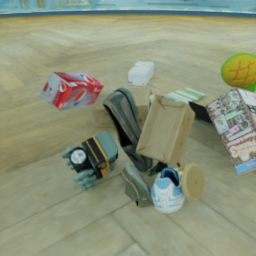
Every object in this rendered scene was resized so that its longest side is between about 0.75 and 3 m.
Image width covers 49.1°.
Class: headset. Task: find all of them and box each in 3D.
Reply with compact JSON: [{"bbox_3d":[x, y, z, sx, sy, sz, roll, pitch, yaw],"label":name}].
[{"bbox_3d":[1.098,1.260,8.717,1.006,0.621,0.473,-30,69,-9],"label":"headset"}]

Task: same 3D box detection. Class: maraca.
[{"bbox_3d":[3.921,-1.822,9.476,1.805,1.238,0.966,29,36,-27],"label":"maraca"}]

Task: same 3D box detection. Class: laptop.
[{"bbox_3d":[3.780,-0.653,11.717,1.904,1.179,2.034,27,40,36],"label":"laptop"}]

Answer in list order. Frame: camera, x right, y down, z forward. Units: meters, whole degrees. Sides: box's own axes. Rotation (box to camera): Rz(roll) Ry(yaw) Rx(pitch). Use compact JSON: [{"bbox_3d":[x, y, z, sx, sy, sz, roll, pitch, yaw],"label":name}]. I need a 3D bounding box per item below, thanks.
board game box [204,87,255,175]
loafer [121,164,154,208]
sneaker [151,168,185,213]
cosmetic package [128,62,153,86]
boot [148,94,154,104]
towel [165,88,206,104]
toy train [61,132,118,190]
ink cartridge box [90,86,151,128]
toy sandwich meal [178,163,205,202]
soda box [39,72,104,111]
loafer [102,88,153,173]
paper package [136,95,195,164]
[{"bbox_3d":[3.728,0.089,8.682,1.853,1.126,2.324,2,61,-46],"label":"board game box"},{"bbox_3d":[0.209,1.631,7.323,0.624,1.792,0.674,-30,41,-1],"label":"loafer"},{"bbox_3d":[1.272,1.481,7.812,0.953,0.961,2.653,0,6,17],"label":"sneaker"},{"bbox_3d":[0.765,-3.189,16.396,1.074,0.782,2.113,8,30,13],"label":"cosmetic package"},{"bbox_3d":[0.988,-0.664,9.113,0.310,0.851,0.661,-31,59,15],"label":"boot"},{"bbox_3d":[2.895,-1.586,14.257,1.812,0.212,1.382,-24,38,-32],"label":"towel"},{"bbox_3d":[-0.957,0.979,7.919,1.404,2.463,1.050,-28,72,-11],"label":"toy train"},{"bbox_3d":[-0.206,-0.947,12.189,2.440,0.917,2.011,-5,28,11],"label":"ink cartridge box"},{"bbox_3d":[1.537,1.323,6.887,0.350,1.023,1.023,-9,16,47],"label":"toy sandwich meal"},{"bbox_3d":[-1.930,-1.380,10.297,0.920,1.015,2.900,35,17,8],"label":"soda box"},{"bbox_3d":[-0.071,0.236,8.769,0.913,2.904,1.043,-34,25,-35],"label":"loafer"},{"bbox_3d":[1.137,0.092,7.961,0.940,1.732,1.817,18,2,22],"label":"paper package"}]
